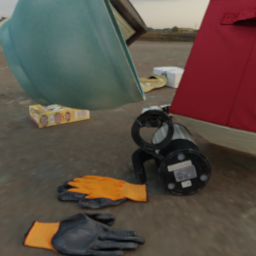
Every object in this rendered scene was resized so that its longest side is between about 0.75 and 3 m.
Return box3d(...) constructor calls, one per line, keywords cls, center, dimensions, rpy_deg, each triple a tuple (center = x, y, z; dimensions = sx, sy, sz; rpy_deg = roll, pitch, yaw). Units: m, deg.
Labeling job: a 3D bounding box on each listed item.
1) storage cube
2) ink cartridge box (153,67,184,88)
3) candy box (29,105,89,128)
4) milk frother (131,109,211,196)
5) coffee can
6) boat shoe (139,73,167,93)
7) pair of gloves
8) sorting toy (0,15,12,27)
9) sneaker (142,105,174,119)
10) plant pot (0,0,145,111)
box3d(cls="storage cube", center=(2.913, -0.893, 6.074), dimensions=(2.557, 2.689, 2.992), rpy_deg=(17, -6, 38))
box3d(cls="ink cartridge box", center=(2.437, -2.752, 15.080), dimensions=(1.384, 0.799, 1.895), rpy_deg=(-12, 23, -29))
box3d(cls="candy box", center=(-2.307, -0.515, 9.447), dimensions=(1.743, 0.482, 1.006), rpy_deg=(-12, 24, -31))
box3d(cls="milk frother", center=(0.776, 0.255, 5.675), dimensions=(1.488, 1.649, 1.551), rpy_deg=(0, 20, -2))
box3d(cls="coffee can", center=(-1.035, -2.292, 6.862), dimensions=(2.489, 1.822, 1.822), rpy_deg=(-36, 10, 20))
box3d(cls="boat shoe", center=(1.178, -2.323, 13.832), dimensions=(0.795, 0.680, 2.168), rpy_deg=(13, 30, 38))
box3d(cls="pair of gloves", center=(-0.558, 1.369, 4.706), dimensions=(1.785, 0.248, 2.003), rpy_deg=(3, 21, 7))
box3d(cls="sorting toy", center=(-3.697, -3.377, 9.758), dimensions=(0.254, 1.274, 1.723), rpy_deg=(-29, 24, 46))
box3d(cls="sneaker", center=(1.101, -0.592, 9.685), dimensions=(1.335, 0.492, 0.534), rpy_deg=(-3, 19, -10))
box3d(cls="plant pot", center=(-0.949, -1.339, 4.688), dimensions=(1.709, 2.550, 2.550), rpy_deg=(-21, 19, 8))
